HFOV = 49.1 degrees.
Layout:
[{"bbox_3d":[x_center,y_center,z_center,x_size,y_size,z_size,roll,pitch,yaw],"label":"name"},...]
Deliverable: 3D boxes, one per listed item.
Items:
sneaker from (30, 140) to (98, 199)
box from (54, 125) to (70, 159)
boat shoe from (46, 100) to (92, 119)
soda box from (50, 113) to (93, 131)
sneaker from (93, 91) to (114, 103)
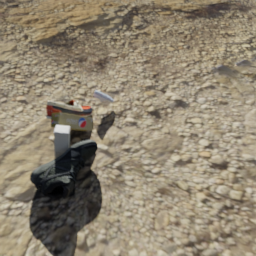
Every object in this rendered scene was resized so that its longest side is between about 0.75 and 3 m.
[{"bbox_3d":[-2.103,1.654,10.698,2.859,1.093,1.638,-33,54,-26],"label":"sneaker"},{"bbox_3d":[-2.684,0.616,11.381,0.601,1.462,0.500,7,37,-7],"label":"box"},{"bbox_3d":[-2.652,-0.901,12.959,0.910,0.800,2.558,12,14,40],"label":"boat shoe"},{"bbox_3d":[-2.419,-0.244,12.188,0.588,0.622,1.836,-1,-7,41],"label":"soda box"},{"bbox_3d":[-1.254,-1.495,14.079,1.126,0.399,0.411,25,20,-27],"label":"sneaker"}]
